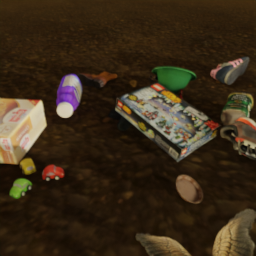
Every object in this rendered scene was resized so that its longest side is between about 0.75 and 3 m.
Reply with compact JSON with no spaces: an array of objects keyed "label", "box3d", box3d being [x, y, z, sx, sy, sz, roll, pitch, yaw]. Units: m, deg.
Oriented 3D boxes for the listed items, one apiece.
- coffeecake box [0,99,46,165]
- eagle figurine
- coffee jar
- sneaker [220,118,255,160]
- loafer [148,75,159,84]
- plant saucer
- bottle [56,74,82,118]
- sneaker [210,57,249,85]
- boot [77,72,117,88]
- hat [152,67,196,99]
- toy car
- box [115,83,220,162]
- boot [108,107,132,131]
[{"label":"coffeecake box","box3d":[-4.172,-0.009,8.359,2.697,0.985,2.070,3,33,7]},{"label":"eagle figurine","box3d":[1.199,2.193,4.281,1.875,1.865,2.471,24,27,-16]},{"label":"coffee jar","box3d":[3.782,-0.690,9.667,0.864,0.707,1.656,6,31,28]},{"label":"sneaker","box3d":[3.469,0.582,7.650,1.052,0.990,2.568,-15,25,-13]},{"label":"loafer","box3d":[1.255,-2.127,12.237,0.376,0.368,1.030,-18,37,-26]},{"label":"plant saucer","box3d":[1.429,1.475,6.666,0.752,0.130,0.752,20,41,-19]},{"label":"bottle","box3d":[-2.153,-1.153,10.176,0.716,0.916,2.193,-14,33,6]},{"label":"sneaker","box3d":[4.680,-2.766,12.771,1.008,0.862,2.457,27,41,31]},{"label":"boot","box3d":[-1.384,-2.308,12.427,1.321,0.481,1.404,15,35,23]},{"label":"hat","box3d":[1.673,-1.288,11.128,1.779,1.891,2.148,8,-2,19]},{"label":"toy car","box3d":[-2.483,1.250,7.086,1.356,0.303,1.276,12,35,19]},{"label":"box","box3d":[1.191,-0.331,8.766,1.879,0.547,2.744,-26,53,-36]},{"label":"boot","box3d":[-0.275,-0.341,9.462,0.917,0.414,1.119,19,39,31]}]
